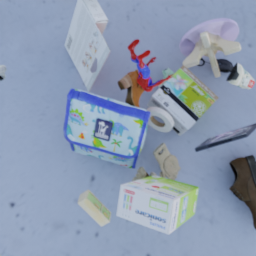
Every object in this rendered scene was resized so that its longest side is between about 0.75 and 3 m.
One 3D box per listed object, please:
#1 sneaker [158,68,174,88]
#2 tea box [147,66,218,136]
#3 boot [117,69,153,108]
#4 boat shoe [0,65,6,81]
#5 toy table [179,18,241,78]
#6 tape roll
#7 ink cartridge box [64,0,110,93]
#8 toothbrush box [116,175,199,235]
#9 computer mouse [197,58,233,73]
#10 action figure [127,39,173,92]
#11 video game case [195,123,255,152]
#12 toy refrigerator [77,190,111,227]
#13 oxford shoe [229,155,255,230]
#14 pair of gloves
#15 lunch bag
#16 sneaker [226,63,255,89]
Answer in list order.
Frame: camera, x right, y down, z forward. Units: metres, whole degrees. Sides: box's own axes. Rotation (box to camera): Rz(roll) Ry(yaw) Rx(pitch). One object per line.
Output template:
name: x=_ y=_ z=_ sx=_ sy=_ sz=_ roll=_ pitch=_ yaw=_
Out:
sneaker: x=1.380 y=-1.964 z=10.883 sx=0.797 sy=0.293 sz=0.470 roll=-43 pitch=101 yaw=6
tea box: x=1.953 y=-0.966 z=10.269 sx=1.757 sy=1.174 sz=1.728 roll=43 pitch=77 yaw=5
boot: x=0.369 y=-1.244 z=9.523 sx=1.133 sy=0.560 sz=1.460 roll=-35 pitch=107 yaw=-24
boat shoe: x=-4.091 y=-1.605 z=8.862 sx=0.362 sy=0.354 sz=1.015 roll=23 pitch=47 yaw=-2
toy table: x=2.994 y=-2.971 z=10.267 sx=2.186 sy=2.009 sz=1.280 roll=-25 pitch=43 yaw=31
tape roll: x=1.061 y=-0.277 z=9.712 sx=1.109 sy=1.109 sz=0.203 roll=31 pitch=63 yaw=7
ink cartridge box: x=-1.349 y=-2.931 z=10.041 sx=0.580 sy=2.663 sz=2.311 roll=-22 pitch=78 yaw=-30
toothbrush box: x=0.901 y=2.044 z=7.877 sx=1.541 sy=2.117 sz=0.911 roll=10 pitch=95 yaw=31
computer mouse: x=3.297 y=-2.561 z=10.927 sx=1.871 sy=0.318 sz=0.548 roll=10 pitch=80 yaw=-11
action figure: x=0.704 y=-1.813 z=8.263 sx=1.109 sy=2.240 sz=0.731 roll=-35 pitch=69 yaw=-6
video game case: x=3.118 y=0.315 z=8.930 sx=1.229 sy=1.720 sz=0.163 roll=-22 pitch=88 yaw=-50
toy refrigerator: x=-0.933 y=2.275 z=7.956 sx=0.366 sy=0.397 sz=1.045 roll=-33 pitch=109 yaw=17
oxford shoe: x=4.107 y=2.314 z=9.724 sx=1.094 sy=0.942 sz=2.592 roll=-11 pitch=68 yaw=6
pair of gloves: x=0.990 y=1.628 z=9.647 sx=1.850 sy=0.324 sz=1.573 roll=-49 pitch=118 yaw=-16
lunch bag: x=-0.632 y=-0.018 z=9.014 sx=2.459 sy=2.892 sz=1.843 roll=15 pitch=61 yaw=3
sneaker: x=3.851 y=-1.677 z=9.395 sx=0.887 sy=1.897 sz=0.668 roll=30 pitch=109 yaw=11
